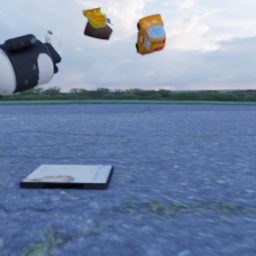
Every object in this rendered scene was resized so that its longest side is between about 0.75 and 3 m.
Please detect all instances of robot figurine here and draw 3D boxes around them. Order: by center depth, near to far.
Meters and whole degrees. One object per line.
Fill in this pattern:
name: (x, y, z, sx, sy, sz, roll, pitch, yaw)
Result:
robot figurine: (-2.714, -1.576, 7.072, 1.237, 1.489, 1.982, 19, 35, 41)

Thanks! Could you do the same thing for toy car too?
toy car: (0.024, -2.694, 8.539, 2.964, 1.454, 0.986, -10, 53, -32)

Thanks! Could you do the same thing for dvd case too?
dvd case: (-1.384, 1.164, 6.778, 1.967, 0.173, 1.404, 1, 8, 2)

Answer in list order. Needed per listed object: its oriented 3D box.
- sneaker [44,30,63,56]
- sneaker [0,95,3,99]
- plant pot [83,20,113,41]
sneaker: (-3.011, -3.168, 10.981, 0.583, 1.558, 0.776, -22, -33, 27)
sneaker: (-4.114, -1.419, 8.420, 1.103, 1.205, 2.875, 23, -37, -13)
plant pot: (-0.898, -3.076, 8.801, 0.783, 0.732, 0.732, 26, 7, -4)
